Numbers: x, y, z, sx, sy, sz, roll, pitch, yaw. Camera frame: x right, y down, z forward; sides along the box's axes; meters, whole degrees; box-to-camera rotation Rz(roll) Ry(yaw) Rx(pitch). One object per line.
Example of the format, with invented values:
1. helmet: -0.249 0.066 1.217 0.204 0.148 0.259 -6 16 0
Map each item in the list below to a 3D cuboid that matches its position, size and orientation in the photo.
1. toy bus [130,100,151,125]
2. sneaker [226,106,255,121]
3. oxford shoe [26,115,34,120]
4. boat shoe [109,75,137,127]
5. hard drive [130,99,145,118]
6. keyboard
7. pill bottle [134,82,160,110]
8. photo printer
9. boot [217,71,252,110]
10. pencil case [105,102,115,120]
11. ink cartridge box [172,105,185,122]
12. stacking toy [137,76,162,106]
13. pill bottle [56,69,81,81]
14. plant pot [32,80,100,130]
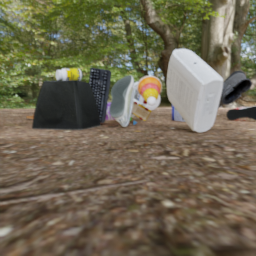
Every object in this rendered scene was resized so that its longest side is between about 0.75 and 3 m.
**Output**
1. toy bus: 0.502 -0.828 13.118 1.126 1.193 0.617 -13 5 15
2. sneaker: 7.032 -0.817 15.721 2.614 0.873 1.401 1 7 41
3. oxford shoe: -5.562 -0.717 16.862 0.493 0.493 1.383 5 9 33
4. boat shoe: -0.168 -1.262 12.311 0.991 0.863 2.690 -15 44 23
5. hard drive: -0.105 -1.024 14.794 1.360 0.275 2.062 -41 28 -6
6. keyboard: -1.603 -1.506 12.838 1.450 2.414 0.310 12 11 19
7. pill bottle: 0.866 -1.826 15.614 1.193 1.193 2.096 -2 24 -17
8. photo printer: 2.183 -1.428 9.937 0.903 2.164 2.601 -13 41 -13
9. boot: 3.289 -1.084 9.755 0.722 2.069 1.362 36 29 -3
10. pencil case: -1.389 -0.885 13.747 2.367 1.012 0.993 -2 44 1
11. ink cartridge box: 2.984 -1.017 15.397 0.468 1.331 2.230 -3 7 -24
12. stacking toy: 0.945 -1.446 11.940 1.106 1.106 1.513 0 35 0
13. pill bottle: -2.565 -2.265 12.072 1.000 0.562 0.562 -7 8 -33
14. plant pot: -2.557 -0.980 11.830 2.194 1.946 2.189 0 5 15
